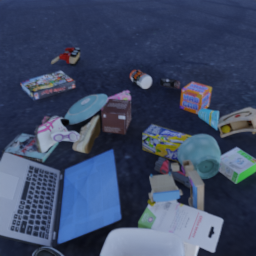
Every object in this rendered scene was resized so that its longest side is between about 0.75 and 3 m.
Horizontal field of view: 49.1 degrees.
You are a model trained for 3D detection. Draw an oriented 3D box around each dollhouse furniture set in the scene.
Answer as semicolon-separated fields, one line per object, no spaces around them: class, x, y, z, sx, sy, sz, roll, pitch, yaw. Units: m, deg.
dollhouse furniture set;1.224;1.760;7.920;1.511;0.986;1.426;-7;24;-3

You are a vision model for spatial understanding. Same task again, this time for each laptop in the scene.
laptop;-1.994;1.497;7.623;2.992;1.734;2.802;24;26;-22

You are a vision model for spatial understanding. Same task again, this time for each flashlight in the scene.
flashlight;1.605;1.468;9.000;1.531;0.518;0.520;24;-4;27

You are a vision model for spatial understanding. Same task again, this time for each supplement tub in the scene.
supplement tub;0.642;-2.576;14.744;0.726;0.726;1.185;-20;38;-27

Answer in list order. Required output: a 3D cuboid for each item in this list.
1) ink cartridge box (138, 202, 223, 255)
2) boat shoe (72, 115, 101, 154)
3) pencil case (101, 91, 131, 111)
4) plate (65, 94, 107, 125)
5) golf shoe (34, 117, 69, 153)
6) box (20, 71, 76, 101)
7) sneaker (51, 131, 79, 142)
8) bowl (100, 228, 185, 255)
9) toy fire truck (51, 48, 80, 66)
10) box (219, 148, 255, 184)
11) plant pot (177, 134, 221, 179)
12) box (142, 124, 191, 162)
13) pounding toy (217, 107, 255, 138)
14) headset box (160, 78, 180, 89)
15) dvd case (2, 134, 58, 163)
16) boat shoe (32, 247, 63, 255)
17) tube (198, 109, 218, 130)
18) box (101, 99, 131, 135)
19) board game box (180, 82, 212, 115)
ink cartridge box;1.329;2.566;7.151;1.893;0.637;1.108;14;36;24
boat shoe;-1.542;0.166;10.721;0.653;0.726;2.012;6;41;11
pencil case;-0.582;-1.224;12.817;1.534;0.670;0.670;-25;41;-30
plate;-1.859;-0.891;11.853;2.124;0.271;2.124;-24;28;14
golf shoe;-2.796;0.147;10.343;1.022;0.806;2.219;-4;29;2
box;-4.121;-2.221;14.469;2.321;0.437;1.585;-24;41;-31
sneaker;-2.214;0.264;9.853;1.025;0.384;0.511;3;10;-35
bowl;0.299;3.181;6.088;1.889;0.705;1.886;-1;33;15
toy fire truck;-3.903;-4.426;17.448;1.599;1.029;1.407;11;35;-1
box;3.596;1.237;9.315;1.030;0.498;0.909;-21;41;-26
plant pot;2.334;1.018;8.834;1.364;1.364;0.914;-5;33;-7
box;1.639;0.629;9.861;2.256;0.791;0.725;18;40;29
pounding toy;4.514;-0.021;10.655;2.025;1.162;1.158;-21;14;25
headset box;2.138;-2.238;14.153;0.755;0.381;1.016;11;7;25
dvd case;-3.592;0.710;10.362;1.627;0.179;1.188;9;35;13
boat shoe;-1.377;3.380;5.933;0.857;0.707;2.497;-24;41;-32
tube;3.277;-0.432;11.198;0.463;0.711;1.837;-4;11;-1
box;-0.459;-0.487;11.428;0.973;0.963;1.173;7;35;10
board game box;3.053;-1.355;12.688;0.992;0.992;0.993;23;40;32
